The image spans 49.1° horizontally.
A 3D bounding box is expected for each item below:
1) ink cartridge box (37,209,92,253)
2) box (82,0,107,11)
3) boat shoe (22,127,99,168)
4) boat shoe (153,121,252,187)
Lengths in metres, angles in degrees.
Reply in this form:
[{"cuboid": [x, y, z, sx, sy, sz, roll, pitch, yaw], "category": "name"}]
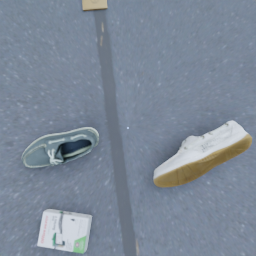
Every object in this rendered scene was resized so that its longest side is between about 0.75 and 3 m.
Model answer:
[{"cuboid": [-1.773, 2.885, 7.882, 1.321, 0.557, 0.965, 7, 81, 3], "category": "ink cartridge box"}, {"cuboid": [-1.091, -4.248, 8.992, 0.779, 0.101, 0.953, -6, 83, -1], "category": "box"}, {"cuboid": [-1.934, 0.615, 7.759, 2.309, 0.713, 0.841, -19, 109, 3], "category": "boat shoe"}, {"cuboid": [1.900, 0.696, 7.767, 2.827, 1.001, 0.980, -26, 51, 1], "category": "boat shoe"}]
